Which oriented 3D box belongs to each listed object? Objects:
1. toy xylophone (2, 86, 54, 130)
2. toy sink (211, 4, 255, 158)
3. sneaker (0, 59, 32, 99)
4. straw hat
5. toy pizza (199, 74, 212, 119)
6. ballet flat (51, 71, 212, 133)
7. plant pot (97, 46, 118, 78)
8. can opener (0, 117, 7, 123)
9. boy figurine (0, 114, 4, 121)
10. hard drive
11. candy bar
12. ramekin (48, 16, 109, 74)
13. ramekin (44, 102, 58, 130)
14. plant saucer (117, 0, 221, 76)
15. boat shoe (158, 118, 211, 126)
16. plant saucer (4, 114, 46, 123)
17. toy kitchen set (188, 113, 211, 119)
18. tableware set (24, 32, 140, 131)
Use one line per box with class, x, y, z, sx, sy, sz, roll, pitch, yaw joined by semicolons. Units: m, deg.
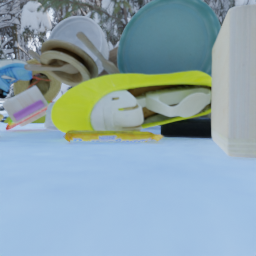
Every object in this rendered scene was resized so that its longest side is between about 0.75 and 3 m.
toy xylophone;-2.502;-0.357;6.452;1.566;0.537;2.138;-31;7;-8
toy sink;2.511;-0.529;3.274;2.838;1.590;1.850;1;3;12
sneaker;-2.432;-0.894;5.304;0.609;0.699;1.554;-10;8;27
straw hat;-2.654;-1.267;8.601;1.618;1.618;0.685;0;-14;8
toy pizza;1.504;-0.877;7.209;1.812;1.812;0.287;-1;9;-17
ballet flat;0.267;-0.384;4.606;2.975;0.994;0.997;-12;29;-17
plant pot;0.334;-0.979;8.273;2.835;2.835;1.309;-1;46;-20
can opener;-5.555;-0.372;12.239;0.824;0.261;0.324;2;5;23
boy figurine;-2.701;-0.476;4.499;1.253;0.649;2.016;30;-22;27
hard drive;1.513;-0.023;5.695;1.299;0.306;1.861;1;4;21
candy bar;-0.220;0.130;4.172;1.441;0.160;0.359;0;-11;-4
ramekin;-1.217;-1.958;7.167;1.538;1.538;0.807;1;-8;16
ramekin;-1.366;-0.264;6.372;1.041;0.546;1.041;-1;-7;0
plant saucer;0.780;-1.441;5.365;2.098;2.098;0.288;-1;33;-18
boat shoe;1.454;-0.212;7.708;1.715;0.588;0.485;5;35;5
plant saucer;-4.070;-0.456;12.056;1.857;0.445;1.860;0;3;0
toy kitchen set;1.692;-0.849;6.294;1.538;1.232;0.906;-2;6;-21
tableware set;-0.719;-0.683;5.396;1.619;0.491;2.449;-1;-30;41
